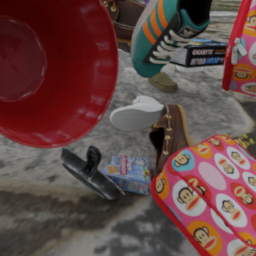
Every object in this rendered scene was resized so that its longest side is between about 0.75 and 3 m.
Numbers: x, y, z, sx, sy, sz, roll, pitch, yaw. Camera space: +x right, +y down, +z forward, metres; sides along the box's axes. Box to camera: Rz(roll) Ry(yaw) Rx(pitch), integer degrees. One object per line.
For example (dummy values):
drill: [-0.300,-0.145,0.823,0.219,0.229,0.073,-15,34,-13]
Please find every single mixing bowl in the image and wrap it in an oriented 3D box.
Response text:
mixing bowl: [-1.640,-1.166,4.679,1.527,2.820,2.820,10,29,41]

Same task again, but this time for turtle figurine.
turtle figurine: [2.979,0.418,7.501,0.749,0.299,0.928,-7,25,-27]

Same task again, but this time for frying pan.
frying pan: [-0.552,0.928,5.142,0.423,1.570,2.596,-52,17,-16]

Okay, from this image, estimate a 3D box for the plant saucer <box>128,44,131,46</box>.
plant saucer: [0.426,-2.847,8.187,1.166,0.218,1.166,-38,12,10]

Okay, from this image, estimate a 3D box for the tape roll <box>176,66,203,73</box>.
tape roll: [2.935,-3.038,13.317,1.275,0.446,1.275,0,29,0]

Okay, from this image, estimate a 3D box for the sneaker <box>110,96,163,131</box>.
sneaker: [0.230,-0.494,8.728,2.036,0.750,1.176,-4,27,-26]

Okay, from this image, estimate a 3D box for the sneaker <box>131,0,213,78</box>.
sneaker: [0.824,-1.869,5.219,0.925,2.592,1.036,-4,48,-30]

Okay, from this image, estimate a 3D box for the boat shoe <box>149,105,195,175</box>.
boat shoe: [1.025,0.189,7.172,0.987,0.988,2.808,4,30,-3]

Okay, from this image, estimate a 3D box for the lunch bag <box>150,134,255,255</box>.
lunch bag: [1.771,1.196,4.820,2.405,0.985,2.118,-12,51,-47]

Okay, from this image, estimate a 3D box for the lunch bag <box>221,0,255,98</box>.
lunch bag: [3.247,-2.456,6.881,1.205,2.591,2.942,17,75,20]

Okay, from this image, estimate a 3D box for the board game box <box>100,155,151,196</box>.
board game box: [-0.106,0.990,6.374,1.153,0.356,1.154,4,30,-4]

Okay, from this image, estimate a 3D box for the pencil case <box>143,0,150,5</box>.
pencil case: [1.067,-4.924,10.799,0.665,0.722,1.563,28,18,11]

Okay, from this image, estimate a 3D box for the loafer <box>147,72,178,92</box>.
loafer: [1.353,-1.915,11.235,0.655,0.581,1.722,-19,35,-29]

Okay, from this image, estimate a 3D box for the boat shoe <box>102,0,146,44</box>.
boat shoe: [-0.584,-2.839,6.761,2.838,0.998,0.999,15,67,10]

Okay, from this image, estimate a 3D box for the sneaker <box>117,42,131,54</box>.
sneaker: [-0.201,-2.864,9.406,1.305,0.488,0.693,18,11,-33]

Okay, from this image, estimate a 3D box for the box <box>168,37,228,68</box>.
box: [2.185,-2.713,9.800,2.958,0.680,2.351,-12,29,-35]
